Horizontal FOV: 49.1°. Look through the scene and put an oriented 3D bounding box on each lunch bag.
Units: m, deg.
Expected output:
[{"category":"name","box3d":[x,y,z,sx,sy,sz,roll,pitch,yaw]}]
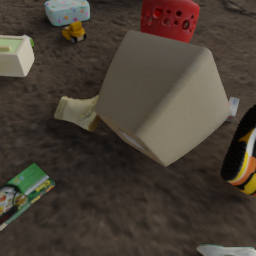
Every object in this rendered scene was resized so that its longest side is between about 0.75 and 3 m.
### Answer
[{"category":"lunch bag","box3d":[-2.566,-5.054,11.966,1.796,0.692,1.440,-20,50,-17]}]

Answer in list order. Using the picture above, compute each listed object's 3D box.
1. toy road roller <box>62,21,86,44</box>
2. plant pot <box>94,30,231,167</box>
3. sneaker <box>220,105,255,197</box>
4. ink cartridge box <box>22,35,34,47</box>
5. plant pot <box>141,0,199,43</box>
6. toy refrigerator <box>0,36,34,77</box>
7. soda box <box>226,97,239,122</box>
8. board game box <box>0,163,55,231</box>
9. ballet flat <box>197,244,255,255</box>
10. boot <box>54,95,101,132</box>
[{"category":"toy road roller","box3d":[-2.106,-3.822,10.883,0.611,0.726,0.994,-34,57,-26]},{"category":"plant pot","box3d":[0.661,-0.554,6.832,2.425,2.422,2.147,31,79,41]},{"category":"sneaker","box3d":[3.264,0.450,6.840,1.167,0.907,2.595,36,70,-8]},{"category":"ink cartridge box","box3d":[-4.144,-3.279,10.687,0.849,0.322,0.627,31,56,23]},{"category":"plant pot","box3d":[1.270,-3.305,9.371,1.878,1.710,1.878,11,14,-3]},{"category":"toy refrigerator","box3d":[-4.891,-2.546,9.599,2.901,1.015,1.101,5,49,3]},{"category":"soda box","box3d":[3.094,-0.560,8.392,0.280,0.260,0.821,19,52,16]},{"category":"board game box","box3d":[-2.628,1.596,6.605,0.853,0.191,1.628,34,57,28]},{"category":"ballet flat","box3d":[1.938,2.535,5.525,1.142,0.396,0.396,-3,48,16]},{"category":"boot","box3d":[-1.298,-0.733,8.321,1.283,0.601,1.651,17,57,12]}]
